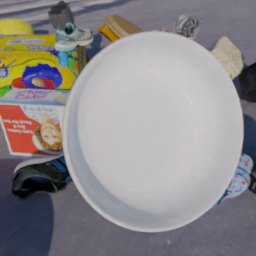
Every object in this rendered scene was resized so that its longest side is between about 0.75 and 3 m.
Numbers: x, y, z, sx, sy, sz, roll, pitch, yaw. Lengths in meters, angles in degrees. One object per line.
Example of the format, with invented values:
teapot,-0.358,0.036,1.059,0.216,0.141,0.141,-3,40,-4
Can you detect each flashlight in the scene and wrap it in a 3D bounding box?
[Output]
flashlight,-2.018,-2.950,10.173,0.976,2.873,0.973,-37,53,-14

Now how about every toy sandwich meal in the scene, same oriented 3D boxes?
toy sandwich meal,0.015,-2.421,7.924,2.132,0.730,2.132,29,28,-17

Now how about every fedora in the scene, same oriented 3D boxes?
fedora,4.914,-1.647,10.381,1.226,2.684,2.684,-19,21,35

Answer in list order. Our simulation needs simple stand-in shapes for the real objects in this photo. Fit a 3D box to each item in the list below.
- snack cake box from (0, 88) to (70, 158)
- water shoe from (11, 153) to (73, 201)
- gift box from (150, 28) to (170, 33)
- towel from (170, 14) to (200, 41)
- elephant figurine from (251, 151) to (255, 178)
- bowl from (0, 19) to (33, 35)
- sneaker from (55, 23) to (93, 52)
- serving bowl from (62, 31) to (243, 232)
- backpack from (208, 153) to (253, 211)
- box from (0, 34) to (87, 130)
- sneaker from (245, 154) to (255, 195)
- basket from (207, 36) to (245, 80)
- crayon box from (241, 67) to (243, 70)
snack cake box,-1.929,-0.085,7.814,2.971,1.708,0.998,4,33,11
water shoe,-1.503,1.148,6.794,2.584,0.924,1.020,-15,35,2
gift box,1.504,-4.314,14.432,1.470,1.372,1.356,9,35,11
towel,2.276,-3.487,12.365,1.209,2.340,2.825,20,38,4
elephant figurine,3.759,0.970,6.544,1.737,1.905,2.455,-28,46,-22
bowl,-6.259,-4.998,15.509,1.974,1.974,1.062,-6,78,-8
sneaker,-1.460,-2.629,7.852,0.581,0.647,1.498,18,38,20
serving bowl,0.267,0.040,3.305,2.148,2.148,0.707,-14,8,-20
backpack,1.930,1.141,6.401,1.707,1.559,1.149,15,47,-5
box,-2.782,-1.482,9.125,2.781,2.679,1.697,-1,35,0
sneaker,3.238,1.134,7.249,0.571,0.533,1.441,2,34,-5
basket,3.676,-2.615,11.366,1.514,1.378,2.234,45,38,-3
crayon box,4.927,-3.218,13.765,1.291,0.328,0.819,7,35,11
